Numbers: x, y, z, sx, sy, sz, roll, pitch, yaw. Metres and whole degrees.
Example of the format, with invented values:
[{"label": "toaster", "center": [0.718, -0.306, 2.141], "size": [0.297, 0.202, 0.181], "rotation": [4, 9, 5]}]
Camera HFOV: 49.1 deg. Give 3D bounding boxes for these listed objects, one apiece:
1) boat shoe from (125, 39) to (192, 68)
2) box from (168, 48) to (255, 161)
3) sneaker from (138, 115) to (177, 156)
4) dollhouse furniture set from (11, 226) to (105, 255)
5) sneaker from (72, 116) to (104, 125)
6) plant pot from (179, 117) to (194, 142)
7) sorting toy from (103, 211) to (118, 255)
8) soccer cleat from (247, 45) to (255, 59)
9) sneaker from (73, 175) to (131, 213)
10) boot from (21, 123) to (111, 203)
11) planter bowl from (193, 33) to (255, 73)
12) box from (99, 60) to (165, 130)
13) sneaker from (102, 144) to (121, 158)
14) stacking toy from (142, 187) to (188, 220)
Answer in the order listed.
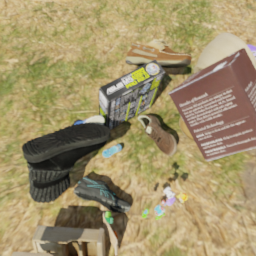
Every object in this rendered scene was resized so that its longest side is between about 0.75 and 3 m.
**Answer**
[{"label": "boat shoe", "center": [0.996, -2.708, 10.092], "size": [2.659, 0.982, 1.006], "rotation": [13, 12, 36]}, {"label": "box", "center": [3.225, -0.756, 9.300], "size": [2.221, 2.198, 2.677], "rotation": [-38, 100, -48]}, {"label": "sneaker", "center": [0.925, 0.239, 9.706], "size": [0.743, 0.693, 1.967], "rotation": [12, 28, -34]}, {"label": "dollhouse furniture set", "center": [-1.748, 4.050, 7.048], "size": [1.922, 2.536, 2.893], "rotation": [3, 30, 3]}, {"label": "sneaker", "center": [-1.377, -0.143, 9.256], "size": [1.117, 0.429, 0.622], "rotation": [-28, 26, -16]}, {"label": "plant pot", "center": [2.674, -0.009, 10.871], "size": [1.513, 0.208, 1.513], "rotation": [6, 56, -10]}, {"label": "sorting toy", "center": [-0.490, 3.002, 8.200], "size": [0.203, 1.382, 1.022], "rotation": [-18, 51, -18]}, {"label": "soccer cleat", "center": [6.453, -3.135, 12.651], "size": [0.964, 1.034, 2.827], "rotation": [-36, 63, -21]}, {"label": "sneaker", "center": [-0.794, 2.163, 9.286], "size": [1.971, 0.743, 0.781], "rotation": [21, 52, 7]}, {"label": "boot", "center": [-1.790, 1.039, 8.549], "size": [2.703, 2.021, 1.017], "rotation": [-15, 38, -21]}, {"label": "planter bowl", "center": [3.642, -2.284, 11.106], "size": [1.598, 2.374, 2.374], "rotation": [-35, 62, -4]}, {"label": "box", "center": [0.022, -1.049, 10.163], "size": [2.207, 2.755, 0.610], "rotation": [-30, 75, -15]}, {"label": "sneaker", "center": [-0.560, 0.848, 10.341], "size": [0.501, 0.768, 0.305], "rotation": [-20, 86, -57]}, {"label": "stacking toy", "center": [1.007, 2.138, 7.671], "size": [1.183, 0.892, 0.278], "rotation": [-46, 50, 12]}]
